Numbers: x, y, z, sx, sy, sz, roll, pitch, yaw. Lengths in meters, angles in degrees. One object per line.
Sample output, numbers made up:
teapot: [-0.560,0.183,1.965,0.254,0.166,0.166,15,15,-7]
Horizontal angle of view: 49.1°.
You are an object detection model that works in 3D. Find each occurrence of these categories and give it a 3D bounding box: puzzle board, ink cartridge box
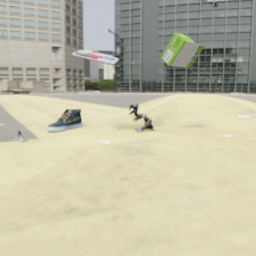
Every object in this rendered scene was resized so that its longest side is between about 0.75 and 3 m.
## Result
puzzle board: [-1.407,-3.159,12.383,1.846,0.161,1.391,14,24,1]
ink cartridge box: [2.460,-3.423,12.598,1.740,1.286,0.659,-8,49,-47]

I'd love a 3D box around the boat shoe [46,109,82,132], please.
boat shoe: [-3.397,-0.446,14.888,0.831,1.066,2.349,7,12,33]

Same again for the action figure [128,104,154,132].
action figure: [0.645,-0.361,14.404,0.946,1.853,1.101,-34,34,11]

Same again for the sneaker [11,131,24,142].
sneaker: [-4.799,0.349,12.201,0.792,0.457,0.297,8,12,34]
